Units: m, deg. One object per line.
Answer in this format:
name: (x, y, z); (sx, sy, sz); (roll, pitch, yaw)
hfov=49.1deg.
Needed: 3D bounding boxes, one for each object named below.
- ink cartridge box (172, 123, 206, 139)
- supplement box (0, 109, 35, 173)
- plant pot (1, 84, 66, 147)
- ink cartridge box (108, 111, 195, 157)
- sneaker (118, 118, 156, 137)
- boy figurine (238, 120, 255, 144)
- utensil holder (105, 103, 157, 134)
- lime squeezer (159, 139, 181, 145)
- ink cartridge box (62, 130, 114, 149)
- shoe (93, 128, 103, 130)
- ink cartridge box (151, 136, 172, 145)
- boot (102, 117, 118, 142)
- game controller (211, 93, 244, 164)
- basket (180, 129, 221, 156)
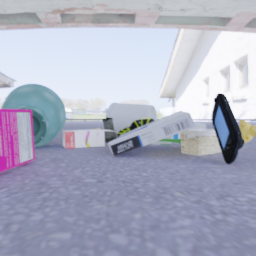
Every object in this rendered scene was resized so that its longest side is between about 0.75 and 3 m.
ink cartridge box: (2.696, 0.156, 14.477); (1.508, 0.882, 2.600); (-1, 3, -14)
supplement box: (-3.403, 0.304, 6.355); (1.442, 1.472, 2.849); (-3, 1, 5)
plant pot: (-3.742, -0.287, 10.769); (2.535, 2.535, 1.699); (0, 20, -8)
ink cartridge box: (0.826, 0.137, 9.777); (2.680, 0.637, 2.712); (-23, -1, 8)
sneaker: (0.468, -0.038, 12.603); (2.179, 0.821, 0.832); (-19, 13, 40)
boy figurine: (4.176, 0.119, 10.131); (0.466, 0.900, 1.447); (-5, -7, -45)
utensil holder: (0.216, -0.374, 15.047); (2.269, 1.928, 1.928); (4, 4, 23)
lime squeezer: (2.438, 0.512, 10.955); (2.470, 0.466, 0.872); (4, 13, 2)
ink cartridge box: (-1.644, 0.427, 11.475); (1.965, 0.663, 1.145); (-3, 4, -17)
shoe: (-1.539, 0.385, 13.044); (0.491, 0.643, 1.840); (5, 13, 22)
ink cartridge box: (1.534, 0.404, 12.637); (0.912, 0.525, 1.249); (1, 6, 11)
boot: (-0.792, 0.049, 13.624); (0.610, 1.176, 1.800); (0, 3, 13)
game controller: (2.704, -0.022, 7.878); (0.446, 1.106, 2.120); (7, 42, -4)
basket: (2.497, 0.462, 9.478); (1.318, 0.813, 0.893); (-3, 5, -35)
